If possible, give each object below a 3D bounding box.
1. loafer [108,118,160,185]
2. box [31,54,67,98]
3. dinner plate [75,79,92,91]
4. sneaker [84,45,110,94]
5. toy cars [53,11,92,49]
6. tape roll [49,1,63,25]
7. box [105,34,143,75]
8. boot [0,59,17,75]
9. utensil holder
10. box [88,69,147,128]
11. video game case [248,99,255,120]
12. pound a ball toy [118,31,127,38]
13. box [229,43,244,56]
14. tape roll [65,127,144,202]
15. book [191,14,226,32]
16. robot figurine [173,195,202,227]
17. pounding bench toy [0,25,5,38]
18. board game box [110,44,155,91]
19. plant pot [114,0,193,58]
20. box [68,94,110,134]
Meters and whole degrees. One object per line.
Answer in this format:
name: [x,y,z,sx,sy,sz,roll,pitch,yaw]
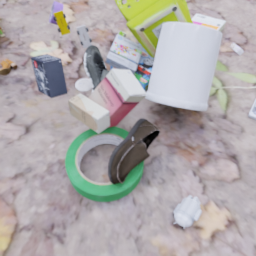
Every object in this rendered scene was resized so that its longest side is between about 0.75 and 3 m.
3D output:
loafer: [0.206,0.677,8.163,0.811,0.829,2.272,17,63,31]
box: [-2.252,-1.493,7.986,0.537,1.032,0.940,-24,32,-32]
dinner plate: [-1.798,-1.791,11.476,0.755,0.091,0.755,-1,52,1]
sneaker: [-0.917,-1.801,10.024,0.823,1.120,2.476,-9,91,-40]
toy cars: [-1.974,-3.548,10.077,1.688,0.757,0.374,26,24,-27]
tape roll: [-2.675,-4.245,10.405,0.331,0.779,0.779,11,48,-25]
box: [-0.131,-2.960,11.317,1.241,0.328,1.591,24,51,-9]
boot: [-5.276,-2.621,11.951,0.687,0.339,0.885,34,59,23]
utensil holder: [1.890,-2.043,9.540,2.165,2.548,2.165,11,11,-2]
box: [-0.429,-0.879,8.619,0.896,1.645,1.051,-11,63,-52]
video game case: [5.375,-0.671,10.550,1.301,0.167,1.431,26,56,18]
pound a ball toy: [-0.297,-3.867,12.510,0.494,0.757,0.322,38,26,17]
box: [3.154,-2.298,8.149,0.161,0.150,0.777,38,24,-15]
tape roll: [-0.728,1.081,8.871,2.451,0.589,2.451,0,56,0]
book: [3.491,-4.646,13.423,1.570,0.565,2.351,26,56,21]
robot figurine: [1.678,2.387,7.931,0.828,0.552,0.977,-2,38,51]
pounding bench toy: [-6.306,-4.805,13.428,0.869,0.678,0.540,32,59,22]
board game box: [0.798,-2.811,12.017,1.923,0.465,2.542,36,60,25]
plant pot: [1.140,-4.337,10.878,2.412,2.424,2.200,-27,54,20]
box: [-1.145,-0.433,8.236,1.262,0.599,0.491,31,51,29]
